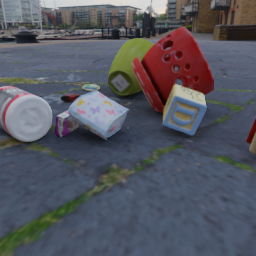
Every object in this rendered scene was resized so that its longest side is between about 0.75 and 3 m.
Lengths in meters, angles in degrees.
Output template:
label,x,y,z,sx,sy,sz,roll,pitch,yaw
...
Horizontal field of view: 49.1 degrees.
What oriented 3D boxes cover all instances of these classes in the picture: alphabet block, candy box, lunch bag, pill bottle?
label,x,y,z,sx,sy,sz,roll,pitch,yaw
alphabet block,1.572,-0.530,7.925,0.959,0.964,0.982,21,28,-1
candy box,-1.731,-0.175,8.104,0.268,0.600,0.879,20,28,15
lunch bag,-0.852,-0.321,7.733,1.222,0.916,1.441,30,23,9
pill bottle,-3.282,-0.507,8.076,1.262,1.262,2.280,-19,28,-40

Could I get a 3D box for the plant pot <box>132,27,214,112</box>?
label,x,y,z,sx,sy,sz,roll,pitch,yaw
plant pot,1.441,-1.851,9.558,2.177,2.391,2.391,-27,21,6

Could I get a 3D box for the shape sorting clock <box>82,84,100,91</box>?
label,x,y,z,sx,sy,sz,roll,pitch,yaw
shape sorting clock,-1.734,-1.893,13.162,0.817,0.160,0.817,4,24,-2

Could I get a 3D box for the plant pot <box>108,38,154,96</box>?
label,x,y,z,sx,sy,sz,roll,pitch,yaw
plant pot,0.139,-2.411,12.210,2.267,2.267,2.423,8,36,21

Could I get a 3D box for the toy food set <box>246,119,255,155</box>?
label,x,y,z,sx,sy,sz,roll,pitch,yaw
toy food set,3.421,0.086,6.668,0.861,0.812,1.804,28,41,29

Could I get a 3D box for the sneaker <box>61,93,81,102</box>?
label,x,y,z,sx,sy,sz,roll,pitch,yaw
sneaker,-2.318,-1.218,11.259,0.813,0.287,0.397,-7,23,-23
